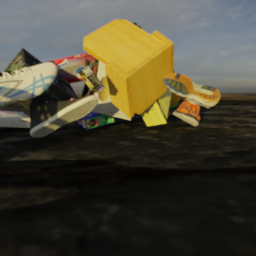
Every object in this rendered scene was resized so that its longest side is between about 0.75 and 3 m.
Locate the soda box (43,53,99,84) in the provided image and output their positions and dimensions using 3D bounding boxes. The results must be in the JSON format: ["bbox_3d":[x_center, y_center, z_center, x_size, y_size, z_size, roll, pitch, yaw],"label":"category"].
[{"bbox_3d":[-2.240,-2.390,11.478,2.453,0.859,0.778,-9,47,6],"label":"soda box"}]

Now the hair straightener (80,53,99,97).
[{"bbox_3d":[-1.445,-1.859,9.844,0.758,1.970,0.403,32,48,17],"label":"hair straightener"}]

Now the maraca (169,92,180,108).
[{"bbox_3d":[1.332,-1.707,12.269,2.598,1.781,1.390,5,-31,-43],"label":"maraca"}]

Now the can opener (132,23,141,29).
[{"bbox_3d":[-0.182,-2.923,11.274,1.040,2.645,0.838,30,17,18],"label":"can opener"}]

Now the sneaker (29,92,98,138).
[{"bbox_3d":[-1.813,-0.624,7.376,2.074,1.029,0.733,-26,-20,14],"label":"sneaker"}]

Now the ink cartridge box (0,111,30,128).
[{"bbox_3d":[-4.447,-0.349,9.747,1.806,0.391,1.773,4,9,-31],"label":"ink cartridge box"}]

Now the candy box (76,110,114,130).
[{"bbox_3d":[-1.244,-0.377,10.321,1.149,0.443,0.972,-19,25,-27],"label":"candy box"}]

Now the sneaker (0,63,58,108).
[{"bbox_3d":[-2.724,-1.016,6.488,2.471,0.896,0.888,-34,42,-28],"label":"sneaker"}]

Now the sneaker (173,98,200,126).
[{"bbox_3d":[2.393,-0.930,10.562,0.964,1.392,2.484,28,10,-2],"label":"sneaker"}]

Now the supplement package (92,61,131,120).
[{"bbox_3d":[-0.266,-1.788,9.502,1.471,2.586,1.416,12,36,-2],"label":"supplement package"}]

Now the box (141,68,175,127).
[{"bbox_3d":[1.045,-1.508,9.970,0.747,1.122,2.982,-9,44,26],"label":"box"}]

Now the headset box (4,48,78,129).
[{"bbox_3d":[-3.026,-1.391,9.730,2.239,1.193,2.572,37,8,-33],"label":"headset box"}]

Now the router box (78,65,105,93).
[{"bbox_3d":[-0.894,-1.147,6.696,0.212,0.639,0.813,-39,15,-8],"label":"router box"}]

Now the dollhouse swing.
[{"bbox_3d":[-0.031,-1.798,8.174,1.868,1.931,2.125,27,54,30],"label":"dollhouse swing"}]

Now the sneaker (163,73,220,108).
[{"bbox_3d":[1.777,-1.008,8.206,1.686,0.635,0.743,26,-18,9],"label":"sneaker"}]
